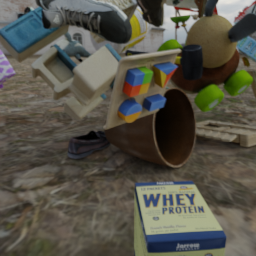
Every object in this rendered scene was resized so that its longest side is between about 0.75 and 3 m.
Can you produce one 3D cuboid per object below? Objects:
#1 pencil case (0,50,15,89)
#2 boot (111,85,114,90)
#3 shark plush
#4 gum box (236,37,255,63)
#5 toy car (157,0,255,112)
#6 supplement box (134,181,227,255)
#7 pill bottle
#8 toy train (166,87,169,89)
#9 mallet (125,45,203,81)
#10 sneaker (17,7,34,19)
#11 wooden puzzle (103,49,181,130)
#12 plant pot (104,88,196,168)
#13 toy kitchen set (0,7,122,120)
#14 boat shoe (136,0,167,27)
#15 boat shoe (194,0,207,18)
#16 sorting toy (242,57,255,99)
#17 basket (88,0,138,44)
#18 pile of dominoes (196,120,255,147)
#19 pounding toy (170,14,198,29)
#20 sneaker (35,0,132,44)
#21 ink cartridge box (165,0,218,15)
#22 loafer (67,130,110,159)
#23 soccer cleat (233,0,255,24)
[{"bbox_3d":[-4.632,-2.412,8.743,1.054,2.466,1.035,-20,16,41],"label":"pencil case"},{"bbox_3d":[0.298,-2.853,17.526,2.513,0.860,2.365,-15,23,-41],"label":"boot"},{"bbox_3d":[-2.127,-2.897,11.093,0.994,0.911,2.188,-35,-22,19],"label":"shark plush"},{"bbox_3d":[3.821,-2.527,8.877,2.110,0.470,1.793,41,24,20],"label":"gum box"},{"bbox_3d":[2.291,-2.220,7.267,2.192,2.778,2.282,-27,68,-20],"label":"toy car"},{"bbox_3d":[0.526,1.457,3.420,0.804,1.196,1.197,-2,18,-5],"label":"supplement box"},{"bbox_3d":[-0.154,-3.748,10.596,1.451,1.451,2.580,11,35,31],"label":"pill bottle"},{"bbox_3d":[1.350,-1.005,11.702,1.353,1.012,2.375,-11,19,6],"label":"toy train"},{"bbox_3d":[0.730,-1.424,6.115,2.015,0.664,0.415,13,38,44],"label":"mallet"},{"bbox_3d":[-3.419,-3.790,9.605,1.008,0.391,0.435,-8,7,41],"label":"sneaker"},{"bbox_3d":[0.225,-0.473,3.734,1.045,1.128,0.261,-20,53,-39],"label":"wooden puzzle"},{"bbox_3d":[0.405,0.012,7.370,2.050,1.916,1.916,-2,13,41],"label":"plant pot"},{"bbox_3d":[-1.398,-1.974,6.556,1.725,2.928,2.346,-44,1,-24],"label":"toy kitchen set"},{"bbox_3d":[0.565,-3.307,7.339,0.779,0.914,2.735,-3,5,5],"label":"boat shoe"},{"bbox_3d":[2.065,-3.643,7.976,0.350,1.030,0.370,14,39,16],"label":"boat shoe"},{"bbox_3d":[4.055,-1.576,8.998,0.203,1.516,1.129,-20,8,16],"label":"sorting toy"},{"bbox_3d":[-0.626,-3.413,8.140,1.041,1.144,1.687,-35,0,-23],"label":"basket"},{"bbox_3d":[2.930,0.201,9.136,1.910,0.390,2.450,-11,13,-30],"label":"pile of dominoes"},{"bbox_3d":[2.287,-4.390,11.605,1.092,0.507,0.843,-8,21,-5],"label":"pounding toy"},{"bbox_3d":[-1.087,-2.230,5.887,2.241,0.841,1.294,37,54,21],"label":"sneaker"},{"bbox_3d":[2.071,-4.156,9.356,1.691,0.368,1.467,19,-5,26],"label":"ink cartridge box"},{"bbox_3d":[-1.016,0.336,7.970,0.647,0.567,1.801,10,20,29],"label":"loafer"},{"bbox_3d":[3.794,-3.477,8.366,0.479,0.595,1.397,-38,2,-41],"label":"soccer cleat"}]
